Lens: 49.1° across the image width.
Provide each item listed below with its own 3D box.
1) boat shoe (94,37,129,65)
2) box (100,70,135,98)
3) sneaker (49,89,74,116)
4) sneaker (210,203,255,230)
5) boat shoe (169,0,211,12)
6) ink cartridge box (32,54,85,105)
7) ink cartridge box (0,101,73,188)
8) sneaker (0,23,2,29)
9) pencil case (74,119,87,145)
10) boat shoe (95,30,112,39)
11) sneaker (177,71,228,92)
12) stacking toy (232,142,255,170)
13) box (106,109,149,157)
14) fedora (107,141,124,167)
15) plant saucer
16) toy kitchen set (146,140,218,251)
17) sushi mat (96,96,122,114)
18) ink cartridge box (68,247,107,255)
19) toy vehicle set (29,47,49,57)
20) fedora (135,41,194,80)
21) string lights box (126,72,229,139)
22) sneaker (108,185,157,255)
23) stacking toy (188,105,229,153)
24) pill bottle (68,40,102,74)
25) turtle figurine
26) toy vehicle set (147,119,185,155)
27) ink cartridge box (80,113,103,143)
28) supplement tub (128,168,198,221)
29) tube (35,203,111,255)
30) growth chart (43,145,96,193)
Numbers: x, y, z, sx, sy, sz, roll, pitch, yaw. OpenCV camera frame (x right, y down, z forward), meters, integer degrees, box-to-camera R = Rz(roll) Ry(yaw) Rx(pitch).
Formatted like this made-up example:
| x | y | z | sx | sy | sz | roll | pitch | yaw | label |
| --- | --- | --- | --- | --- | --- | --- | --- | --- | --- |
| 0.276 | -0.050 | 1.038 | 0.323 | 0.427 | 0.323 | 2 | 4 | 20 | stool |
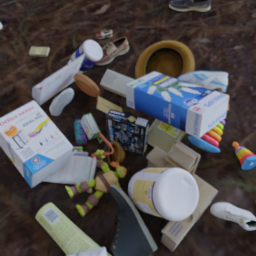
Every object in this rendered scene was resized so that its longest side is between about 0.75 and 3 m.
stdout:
| x | y | z | sx | sy | sz | roll | pitch | yaw | label |
| --- | --- | --- | --- | --- | --- | --- | --- | --- | --- |
| -0.864 | -3.661 | 13.132 | 2.084 | 0.748 | 0.789 | -37 | 62 | -23 | boat shoe |
| -0.146 | -1.638 | 11.142 | 1.798 | 0.615 | 0.739 | 26 | 86 | 17 | box |
| -2.698 | -1.111 | 11.141 | 1.348 | 0.515 | 0.543 | -45 | 45 | 16 | sneaker |
| 3.244 | 2.657 | 8.424 | 1.379 | 0.797 | 0.508 | 12 | 91 | 1 | sneaker |
| 3.432 | -6.927 | 15.461 | 2.285 | 0.740 | 0.822 | 5 | 55 | 3 | boat shoe |
| -2.780 | -2.026 | 10.949 | 0.701 | 2.457 | 1.997 | 47 | 65 | 2 | ink cartridge box |
| -3.067 | 0.526 | 9.048 | 1.514 | 1.488 | 2.057 | -36 | 78 | -30 | ink cartridge box |
| -7.545 | -5.762 | 14.576 | 2.046 | 0.838 | 0.756 | 16 | 55 | 11 | sneaker |
| -1.801 | 0.152 | 10.612 | 0.416 | 0.452 | 0.977 | 21 | 44 | -40 | pencil case |
| -1.229 | -4.754 | 14.208 | 0.879 | 0.275 | 0.313 | -10 | 57 | -5 | boat shoe |
| 2.774 | -1.702 | 10.513 | 1.886 | 0.722 | 0.762 | 1 | 91 | 6 | sneaker |
| 4.096 | 0.911 | 10.061 | 0.637 | 0.602 | 1.097 | -10 | 44 | -18 | stacking toy |
| -0.025 | 0.216 | 9.755 | 1.397 | 1.758 | 0.404 | 16 | 54 | 12 | box |
| -0.388 | 0.935 | 9.942 | 0.380 | 0.932 | 0.932 | 8 | 47 | -35 | fedora |
| -1.704 | -1.697 | 11.420 | 1.303 | 1.303 | 0.210 | 29 | 72 | 19 | plant saucer |
| 1.166 | 1.837 | 8.468 | 2.395 | 1.954 | 2.161 | 36 | 62 | 24 | toy kitchen set |
| -0.712 | -0.742 | 10.776 | 1.191 | 0.072 | 0.570 | 26 | 52 | -32 | sushi mat |
| -1.207 | 3.887 | 7.276 | 1.354 | 0.980 | 0.997 | -16 | 85 | 5 | ink cartridge box |
| -4.302 | -3.689 | 13.544 | 0.871 | 0.116 | 0.541 | 3 | 55 | 2 | toy vehicle set |
| 1.577 | -2.348 | 11.787 | 2.628 | 1.072 | 2.628 | -5 | 71 | 16 | fedora |
| 1.510 | -0.864 | 9.160 | 2.978 | 0.878 | 1.530 | 27 | 44 | 37 | string lights box |
| -0.233 | 2.859 | 8.221 | 1.203 | 0.847 | 2.265 | -29 | 73 | -15 | sneaker |
| 3.022 | -0.116 | 9.959 | 1.091 | 1.031 | 1.879 | 28 | 88 | 0 | stacking toy |
| -1.896 | -2.973 | 12.052 | 0.929 | 1.606 | 0.929 | 16 | 63 | -35 | pill bottle |
| -0.907 | 1.715 | 9.132 | 2.141 | 0.855 | 2.655 | -30 | 91 | -17 | turtle figurine |
| 1.536 | -0.032 | 10.302 | 1.183 | 0.252 | 1.904 | 34 | 86 | 26 | toy vehicle set |
| -1.349 | 0.078 | 10.348 | 0.328 | 0.574 | 1.105 | -23 | 79 | -29 | ink cartridge box |
| 0.933 | 1.866 | 8.179 | 1.402 | 1.928 | 1.402 | 4 | 82 | -25 | supplement tub |
| -1.683 | 3.319 | 8.285 | 2.562 | 0.743 | 0.665 | 37 | 35 | 20 | tube |
| -2.267 | 1.287 | 9.946 | 2.433 | 0.216 | 1.761 | 8 | 54 | 6 | growth chart |
